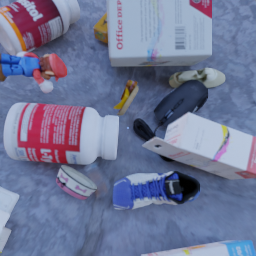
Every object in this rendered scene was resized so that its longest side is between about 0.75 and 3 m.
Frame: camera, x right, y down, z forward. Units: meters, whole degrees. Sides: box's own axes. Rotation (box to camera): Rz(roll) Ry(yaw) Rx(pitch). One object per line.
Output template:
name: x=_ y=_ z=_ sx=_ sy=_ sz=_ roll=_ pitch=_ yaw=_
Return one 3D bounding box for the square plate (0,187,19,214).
square plate: x=-3.444 y=2.017 z=7.471 sx=0.788 sy=0.113 sz=0.796 roll=20 pitch=69 yaw=8

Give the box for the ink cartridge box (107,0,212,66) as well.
ink cartridge box: x=0.783 y=-2.912 z=8.203 sx=2.768 sy=2.002 sz=2.012 roll=-1 pitch=95 yaw=-3

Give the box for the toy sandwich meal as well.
toy sandwich meal: x=-0.069 y=-0.856 z=7.955 sx=0.380 sy=1.109 sz=1.109 roll=32 pitch=70 yaw=-1

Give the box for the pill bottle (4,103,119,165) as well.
pill bottle: x=-1.661 y=0.174 z=7.489 sx=2.762 sy=1.550 sz=1.550 roll=4 pitch=67 yaw=0

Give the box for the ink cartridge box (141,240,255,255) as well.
ink cartridge box: x=1.181 y=3.178 z=6.133 sx=2.849 sy=1.640 sz=0.967 roll=-9 pitch=67 yaw=-3

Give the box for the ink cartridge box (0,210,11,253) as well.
ink cartridge box: x=-3.643 y=2.824 z=6.879 sx=1.022 sy=0.592 sz=1.756 roll=19 pitch=68 yaw=9

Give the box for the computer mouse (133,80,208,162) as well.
computer mouse: x=1.565 y=-0.258 z=8.048 sx=2.558 sy=0.589 sz=1.796 roll=-38 pitch=76 yaw=-7

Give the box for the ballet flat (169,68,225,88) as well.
ballet flat: x=2.230 y=-1.594 z=8.803 sx=1.851 sy=0.643 sz=0.643 roll=-8 pitch=67 yaw=-4

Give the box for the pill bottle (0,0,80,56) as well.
pill bottle: x=-2.918 y=-3.504 z=9.084 sx=2.596 sy=1.466 sz=1.466 roll=-39 pitch=72 yaw=-25

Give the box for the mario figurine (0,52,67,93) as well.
mario figurine: x=-2.567 y=-1.510 z=7.586 sx=1.795 sy=0.951 sz=1.108 roll=-1 pitch=98 yaw=-21

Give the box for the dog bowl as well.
dog bowl: x=-1.374 y=1.435 z=7.273 sx=1.102 sy=1.102 sz=0.406 roll=34 pitch=88 yaw=14

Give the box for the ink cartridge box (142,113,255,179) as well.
ink cartridge box: x=1.859 y=0.442 z=7.047 sx=2.713 sy=1.580 sz=0.916 roll=19 pitch=76 yaw=-6

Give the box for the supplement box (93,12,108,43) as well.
supplement box: x=-0.542 y=-3.659 z=9.613 sx=0.523 sy=0.541 sz=1.572 roll=28 pitch=65 yaw=14

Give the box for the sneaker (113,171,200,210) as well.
sneaker: x=0.732 y=1.440 z=6.814 sx=2.266 sy=1.309 sz=0.915 roll=-5 pitch=73 yaw=0
